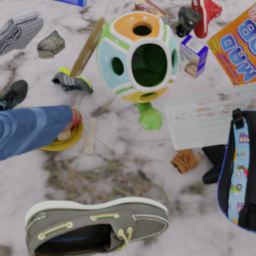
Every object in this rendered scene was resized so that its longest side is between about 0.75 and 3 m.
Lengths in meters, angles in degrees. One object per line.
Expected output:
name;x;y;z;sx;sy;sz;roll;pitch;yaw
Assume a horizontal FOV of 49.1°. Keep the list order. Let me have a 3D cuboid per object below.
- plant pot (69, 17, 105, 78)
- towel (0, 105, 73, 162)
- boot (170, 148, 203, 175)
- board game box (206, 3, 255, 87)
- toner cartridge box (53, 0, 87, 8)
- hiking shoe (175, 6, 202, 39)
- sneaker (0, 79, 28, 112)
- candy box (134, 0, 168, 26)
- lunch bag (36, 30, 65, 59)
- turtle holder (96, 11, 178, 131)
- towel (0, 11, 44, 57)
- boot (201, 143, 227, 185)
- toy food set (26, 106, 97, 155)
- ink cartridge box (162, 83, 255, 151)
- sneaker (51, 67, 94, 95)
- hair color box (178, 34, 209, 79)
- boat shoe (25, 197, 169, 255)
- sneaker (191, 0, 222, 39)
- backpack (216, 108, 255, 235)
plant pot;-1.168;-2.324;8.358;0.279;2.032;2.032;30;53;-12
towel;-2.040;0.049;5.442;1.257;2.252;0.547;-41;83;19
boot;1.642;0.817;8.692;0.908;0.432;1.174;-31;57;-19
board game box;3.530;-2.255;7.417;1.695;1.694;1.694;-32;90;-35
toner cartridge box;-1.735;-3.484;6.786;1.513;0.718;0.327;16;37;4
hiking shoe;1.554;-2.957;7.913;0.578;0.769;1.527;32;18;-9
sneaker;-2.564;-0.591;6.087;0.419;0.441;1.112;37;80;-15
candy box;0.710;-3.018;9.325;0.572;2.025;1.181;-23;53;-18
lunch bag;-2.352;-2.420;8.437;0.868;0.712;0.510;-41;95;-10
turtle holder;0.189;-1.310;6.475;1.934;2.546;1.808;13;18;-17
towel;-2.633;-2.213;6.676;0.497;1.161;0.961;50;36;-16
boot;2.607;1.028;8.470;1.386;0.513;1.136;-13;55;-19
toy food set;-2.428;-0.179;9.133;2.849;0.930;1.676;7;53;6
ink cartridge box;1.949;-0.350;6.455;2.186;2.696;0.676;-9;60;11
sneaker;-2.078;-1.619;10.505;1.883;0.696;0.762;26;63;28
hair color box;1.937;-2.105;8.450;0.746;1.365;0.442;43;85;18
boat shoe;-0.330;1.430;3.896;2.094;0.748;0.626;4;28;-20
sneaker;2.584;-3.504;8.809;0.987;0.669;1.708;6;72;-16
backpack;2.636;0.844;4.891;1.915;1.411;2.098;9;79;49
